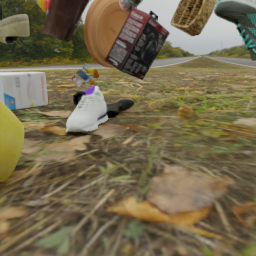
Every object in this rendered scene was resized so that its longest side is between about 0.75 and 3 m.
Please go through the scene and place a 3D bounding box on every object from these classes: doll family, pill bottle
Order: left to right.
[{"bbox_3d":[-1.085,-1.400,7.519,0.845,0.525,0.381,-53,5,-34],"label":"doll family"},{"bbox_3d":[0.185,-4.240,9.117,0.530,0.530,0.914,-17,-14,-48],"label":"pill bottle"}]

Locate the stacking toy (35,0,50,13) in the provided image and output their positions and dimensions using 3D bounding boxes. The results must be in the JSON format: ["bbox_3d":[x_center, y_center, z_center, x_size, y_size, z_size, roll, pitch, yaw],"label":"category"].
[{"bbox_3d":[-2.700,-4.319,9.300,1.964,1.078,1.140,32,20,23],"label":"stacking toy"}]

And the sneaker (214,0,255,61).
[{"bbox_3d":[1.806,-1.280,3.850,1.471,0.671,0.571,30,10,13],"label":"sneaker"}]

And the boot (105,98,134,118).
[{"bbox_3d":[-0.324,-0.685,10.367,1.383,0.536,0.957,-18,24,-14],"label":"boot"}]

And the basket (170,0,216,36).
[{"bbox_3d":[2.013,-3.593,8.658,0.912,1.225,0.874,24,10,-14],"label":"basket"}]

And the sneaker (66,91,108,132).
[{"bbox_3d":[-1.286,-0.509,8.631,0.927,0.977,2.427,4,17,8],"label":"sneaker"}]

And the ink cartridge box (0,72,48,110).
[{"bbox_3d":[-4.649,-1.615,11.868,1.408,1.433,1.946,12,18,39],"label":"ink cartridge box"}]

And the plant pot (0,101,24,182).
[{"bbox_3d":[-2.625,0.191,4.585,1.473,2.075,2.075,21,0,-36],"label":"plant pot"}]

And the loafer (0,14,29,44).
[{"bbox_3d":[-2.121,-1.601,4.746,1.106,0.378,0.418,-7,20,27],"label":"loafer"}]

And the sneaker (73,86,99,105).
[{"bbox_3d":[-1.813,-1.348,12.128,1.132,0.791,2.276,-3,15,-7],"label":"sneaker"}]

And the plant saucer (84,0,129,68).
[{"bbox_3d":[-0.466,-3.652,10.650,0.439,2.720,2.720,18,23,42],"label":"plant saucer"}]

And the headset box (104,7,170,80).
[{"bbox_3d":[0.300,-2.214,7.323,0.637,1.650,1.228,37,17,26],"label":"headset box"}]

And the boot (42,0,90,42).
[{"bbox_3d":[-1.342,-3.311,7.094,0.942,2.165,2.603,22,18,4],"label":"boot"}]

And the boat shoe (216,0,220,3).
[{"bbox_3d":[3.535,-4.416,9.421,1.445,0.520,0.468,-28,18,-28],"label":"boat shoe"}]
